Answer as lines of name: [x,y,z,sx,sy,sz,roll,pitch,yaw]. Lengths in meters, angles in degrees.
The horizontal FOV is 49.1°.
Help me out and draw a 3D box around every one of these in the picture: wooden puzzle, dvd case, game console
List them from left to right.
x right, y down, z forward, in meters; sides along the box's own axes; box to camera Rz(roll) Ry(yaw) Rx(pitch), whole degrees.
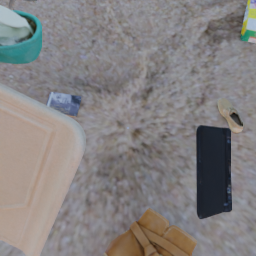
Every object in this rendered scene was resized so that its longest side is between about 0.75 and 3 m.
wooden puzzle: [-1.877,0.315,3.317,2.544,2.353,0.474,29,32,2]
dvd case: [-1.779,-0.643,7.653,0.889,0.071,0.661,8,62,4]
game console: [1.300,0.699,4.808,0.820,1.240,1.410,2,86,-11]

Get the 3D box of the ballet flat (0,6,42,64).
ballet flat: [-2.571,-1.433,4.098,2.947,1.037,0.992,-20,68,-45]

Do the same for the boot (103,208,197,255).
boot: [0.722,2.966,5.218,2.635,0.971,2.039,38,66,17]

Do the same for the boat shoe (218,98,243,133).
boat shoe: [2.723,-0.391,7.360,0.380,0.344,1.068,-18,63,-9]

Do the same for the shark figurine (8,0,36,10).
shark figurine: [-2.360,-3.178,5.800,2.918,1.218,1.744,37,111,34]

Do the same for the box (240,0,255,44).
box: [4.461,-3.634,9.011,1.314,0.542,2.240,16,66,9]
